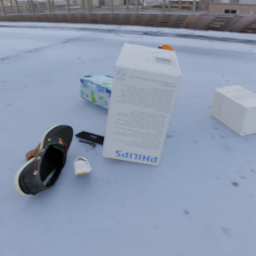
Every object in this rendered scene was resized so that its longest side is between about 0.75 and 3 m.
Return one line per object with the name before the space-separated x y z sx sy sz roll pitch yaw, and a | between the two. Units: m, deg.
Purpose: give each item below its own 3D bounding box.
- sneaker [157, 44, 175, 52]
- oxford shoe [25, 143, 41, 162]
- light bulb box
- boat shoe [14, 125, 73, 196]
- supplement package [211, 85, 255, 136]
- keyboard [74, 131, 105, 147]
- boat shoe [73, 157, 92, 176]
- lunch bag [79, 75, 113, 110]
sneaker | 1.379 -2.044 11.563 1.024 2.706 1.245 13 17 3
oxford shoe | -2.672 0.729 8.492 0.966 0.344 0.344 -37 36 3
light bulb box | 0.384 -0.841 8.805 1.780 2.853 2.828 10 29 0
boat shoe | -2.060 0.766 7.813 0.846 0.988 2.701 -14 28 22
supplement package | 4.162 -0.696 10.486 1.142 1.157 1.908 -10 31 -16
keyboard | -1.273 0.405 9.566 1.279 0.132 0.813 14 25 25
boat shoe | -1.247 1.003 7.593 0.456 0.446 1.288 -12 -3 -10
lunch bag | -0.793 -1.593 12.212 1.979 1.015 2.462 -13 29 -44
